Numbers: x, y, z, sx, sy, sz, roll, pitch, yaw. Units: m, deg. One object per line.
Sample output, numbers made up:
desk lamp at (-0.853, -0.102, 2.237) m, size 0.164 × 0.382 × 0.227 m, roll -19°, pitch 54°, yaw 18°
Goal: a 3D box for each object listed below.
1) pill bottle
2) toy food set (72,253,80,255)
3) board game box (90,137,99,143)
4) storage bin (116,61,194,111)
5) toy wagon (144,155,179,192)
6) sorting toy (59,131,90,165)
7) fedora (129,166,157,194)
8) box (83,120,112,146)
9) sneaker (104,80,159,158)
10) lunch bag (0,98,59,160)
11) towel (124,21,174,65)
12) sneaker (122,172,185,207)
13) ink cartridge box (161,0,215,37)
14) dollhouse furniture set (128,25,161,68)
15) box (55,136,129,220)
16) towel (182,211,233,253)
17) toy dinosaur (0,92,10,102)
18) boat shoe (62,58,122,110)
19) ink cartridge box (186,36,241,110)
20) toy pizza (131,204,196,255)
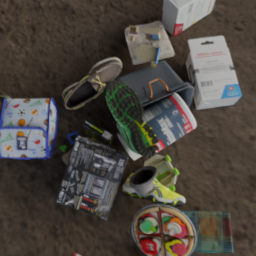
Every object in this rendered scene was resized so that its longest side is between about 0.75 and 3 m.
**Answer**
pill bottle at (1.018, 0.023, 10.455) m, size 2.650 × 1.584 × 1.584 m, roll -33°, pitch 74°, yaw 4°
toy food set at (-2.138, 4.949, 9.032) m, size 1.107 × 1.174 × 2.460 m, roll 24°, pitch 105°, yaw 8°
board game box at (-0.982, 1.141, 10.409) m, size 1.637 × 0.245 × 0.782 m, roll 39°, pitch 90°, yaw 13°
storage bin at (0.859, -1.423, 10.971) m, size 2.756 × 2.005 × 1.851 m, roll -24°, pitch 63°, yaw -8°
toy wagon at (1.253, 1.848, 10.433) m, size 1.271 × 0.324 × 1.638 m, roll -34°, pitch 76°, yaw 12°
sorting toy at (-1.664, 1.197, 10.777) m, size 1.328 × 0.321 × 2.358 m, roll -40°, pitch 73°, yaw -16°
fedora at (0.532, 1.738, 9.068) m, size 0.941 × 0.481 × 1.064 m, roll -4°, pitch 27°, yaw 35°
box at (-1.154, 0.232, 10.678) m, size 1.170 × 1.130 × 0.278 m, roll 32°, pitch 74°, yaw 6°
sneaker at (-0.091, -0.224, 9.088) m, size 1.070 × 1.168 × 2.743 m, roll -33°, pitch 108°, yaw -29°
lunch bag at (-3.757, 0.065, 10.590) m, size 1.925 × 1.402 × 2.264 m, roll 0°, pitch 69°, yaw 2°
towel at (0.816, -3.676, 11.844) m, size 1.755 × 0.457 × 2.648 m, roll -12°, pitch 48°, yaw 1°
sneaker at (0.879, 2.134, 9.823) m, size 2.348 × 0.885 × 0.897 m, roll 11°, pitch 70°, yaw 28°
ink cartridge box at (2.671, -5.380, 12.290) m, size 2.299 × 1.675 × 0.952 m, roll -35°, pitch 71°, yaw -12°
dollhouse furniture set at (0.621, -3.117, 10.999) m, size 1.318 × 0.911 × 1.396 m, roll 11°, pitch 94°, yaw 10°
box at (-1.249, 1.743, 9.809) m, size 1.921 × 0.606 × 2.436 m, roll 18°, pitch 99°, yaw -1°
towel at (2.603, 3.579, 9.690) m, size 1.853 × 0.201 × 1.359 m, roll -7°, pitch 63°, yaw 21°
toy dinosaur at (-4.830, -1.176, 10.963) m, size 0.624 × 1.220 × 0.470 m, roll 24°, pitch 64°, yaw 1°
boat shoe at (-1.391, -1.688, 11.033) m, size 2.828 × 1.016 × 0.842 m, roll -32°, pitch 33°, yaw 8°
ink cartridge box at (3.417, -2.302, 11.642) m, size 1.637 × 0.957 × 2.822 m, roll -7°, pitch 72°, yaw -2°
toy pizza at (1.146, 3.605, 9.370) m, size 2.209 × 0.350 × 2.209 m, roll 5°, pitch 106°, yaw 17°
